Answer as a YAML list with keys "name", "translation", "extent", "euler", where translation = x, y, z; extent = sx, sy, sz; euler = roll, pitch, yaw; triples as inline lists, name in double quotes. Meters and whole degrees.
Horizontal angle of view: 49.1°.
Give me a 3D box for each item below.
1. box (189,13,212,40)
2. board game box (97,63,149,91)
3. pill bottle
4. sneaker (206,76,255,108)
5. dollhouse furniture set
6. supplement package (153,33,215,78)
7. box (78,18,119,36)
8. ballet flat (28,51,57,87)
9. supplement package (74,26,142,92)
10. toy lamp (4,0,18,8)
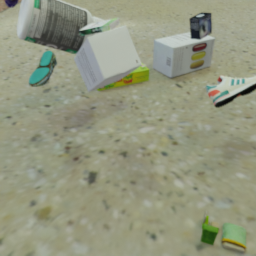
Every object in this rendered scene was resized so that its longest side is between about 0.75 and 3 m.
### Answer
- name: "box"
  translation: [2.751, -3.841, 10.570]
  extent: [0.788, 0.782, 0.486]
  euler: [-35, 40, -28]
- name: "board game box"
  translation: [-0.406, -2.322, 12.179]
  extent: [2.369, 0.564, 1.203]
  euler: [-15, 38, -19]
- name: "pill bottle"
  translation: [-2.122, -3.335, 9.291]
  extent: [2.705, 1.530, 1.530]
  euler: [8, 29, -31]
- name: "sneaker"
  translation: [2.989, -1.248, 7.907]
  extent: [1.711, 0.602, 0.800]
  euler: [-26, 69, -9]
- name: "dollhouse furniture set"
  translation: [2.086, 2.181, 6.001]
  extent: [0.959, 0.481, 0.628]
  euler: [11, 37, 15]
- name: "supplement package"
  translation: [2.573, -3.466, 13.013]
  extent: [2.513, 1.429, 1.376]
  euler: [-21, 39, -26]
- name: "box"
  translation: [-0.746, -2.612, 7.262]
  extent: [0.907, 0.165, 0.655]
  euler: [-2, 33, 26]
- name: "ballet flat"
  translation: [-2.174, -1.439, 7.370]
  extent: [0.537, 0.537, 1.447]
  euler: [5, 49, 7]
- name: "supplement package"
  translation: [-0.540, -1.582, 6.680]
  extent: [0.980, 0.968, 1.616]
  euler: [-25, 6, -20]
- name: "toy lamp"
  translation: [-2.503, -2.972, 6.068]
  extent: [0.329, 0.329, 1.129]
  euler: [-24, 3, -30]
